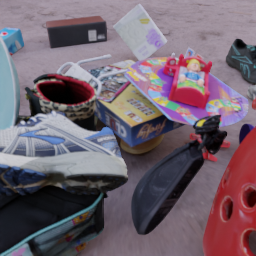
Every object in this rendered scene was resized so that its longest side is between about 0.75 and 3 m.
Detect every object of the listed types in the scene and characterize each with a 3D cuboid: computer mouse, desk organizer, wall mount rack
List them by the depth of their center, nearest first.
[{"bbox_3d":[0.595,0.600,3.810,0.481,1.264,1.826,37,90,26],"label":"computer mouse"},{"bbox_3d":[-0.848,-1.129,6.560,1.671,0.717,1.923,-49,46,-1],"label":"wall mount rack"},{"bbox_3d":[-2.026,-3.809,11.004,2.237,0.802,0.861,-12,39,-13],"label":"desk organizer"}]

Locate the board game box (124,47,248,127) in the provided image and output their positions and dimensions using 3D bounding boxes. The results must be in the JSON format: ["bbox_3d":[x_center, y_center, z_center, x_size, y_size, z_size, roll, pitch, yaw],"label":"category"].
[{"bbox_3d":[1.158,-0.983,5.421,1.963,0.484,2.485,-15,46,-29],"label":"board game box"}]

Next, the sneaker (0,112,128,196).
[{"bbox_3d":[-1.108,0.265,3.414,2.194,0.845,0.934,8,54,-22],"label":"sneaker"}]

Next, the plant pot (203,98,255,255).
[{"bbox_3d":[2.576,0.840,3.479,2.799,2.549,2.799,10,8,-1],"label":"plant pot"}]

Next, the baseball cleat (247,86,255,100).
[{"bbox_3d":[3.636,-0.901,7.839,0.301,0.459,0.863,-24,40,-7],"label":"baseball cleat"}]

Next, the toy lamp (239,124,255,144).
[{"bbox_3d":[3.837,0.256,6.242,2.509,0.730,0.730,4,40,-1],"label":"toy lamp"}]

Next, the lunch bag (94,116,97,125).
[{"bbox_3d":[-1.289,-0.545,7.360,1.111,0.534,1.386,-1,40,-1],"label":"lunch bag"}]

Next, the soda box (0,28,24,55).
[{"bbox_3d":[-4.591,-2.885,9.988,0.643,0.679,2.003,12,42,13],"label":"soda box"}]

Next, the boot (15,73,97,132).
[{"bbox_3d":[-1.828,-0.241,5.574,2.787,2.105,1.006,13,54,4],"label":"boot"}]

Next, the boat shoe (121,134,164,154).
[{"bbox_3d":[0.646,-0.273,6.854,0.849,0.768,2.382,25,46,26],"label":"boat shoe"}]

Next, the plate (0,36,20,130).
[{"bbox_3d":[-2.476,-0.747,5.206,0.289,2.258,2.258,-13,38,-43],"label":"plate"}]

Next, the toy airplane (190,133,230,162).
[{"bbox_3d":[1.886,0.428,6.493,0.960,0.177,0.960,3,42,-3],"label":"toy airplane"}]

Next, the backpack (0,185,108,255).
[{"bbox_3d":[-1.799,1.271,4.185,2.414,1.851,2.122,-21,48,-34],"label":"backpack"}]

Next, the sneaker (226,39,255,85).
[{"bbox_3d":[3.928,-2.103,8.963,0.811,0.853,2.152,-14,44,-19],"label":"sneaker"}]

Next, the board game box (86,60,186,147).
[{"bbox_3d":[0.058,-0.758,6.461,1.912,0.488,2.823,-21,38,-27],"label":"board game box"}]

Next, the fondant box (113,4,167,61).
[{"bbox_3d":[0.416,-3.157,9.399,1.093,1.515,0.441,-35,16,21],"label":"fondant box"}]
